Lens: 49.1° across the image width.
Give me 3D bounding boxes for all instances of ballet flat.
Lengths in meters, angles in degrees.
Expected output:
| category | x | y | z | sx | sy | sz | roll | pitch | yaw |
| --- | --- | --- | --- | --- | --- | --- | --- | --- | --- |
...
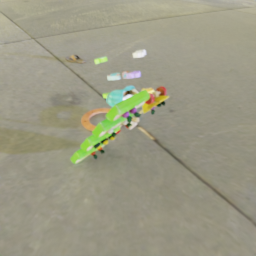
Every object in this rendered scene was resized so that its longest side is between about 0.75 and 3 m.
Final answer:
| category | x | y | z | sx | sy | sz | roll | pitch | yaw |
| --- | --- | --- | --- | --- | --- | --- | --- | --- | --- |
| ballet flat | 0.004 | -1.049 | 9.775 | 0.697 | 0.667 | 1.982 | 14 | 19 | 23 |

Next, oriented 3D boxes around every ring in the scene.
| category | x | y | z | sx | sy | sz | roll | pitch | yaw |
| --- | --- | --- | --- | --- | --- | --- | --- | --- | --- |
| ring | -0.942 | -0.273 | 10.452 | 1.589 | 0.153 | 1.589 | -1 | 35 | 1 |

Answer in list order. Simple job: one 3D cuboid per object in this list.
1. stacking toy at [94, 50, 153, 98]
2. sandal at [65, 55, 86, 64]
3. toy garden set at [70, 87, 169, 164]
| category | x | y | z | sx | sy | sz | roll | pitch | yaw |
| --- | --- | --- | --- | --- | --- | --- | --- | --- | --- |
| stacking toy | -0.170 | -1.819 | 9.888 | 2.005 | 1.512 | 0.471 | -3 | 24 | 21 |
| sandal | -2.873 | -3.785 | 15.305 | 1.248 | 0.341 | 0.510 | 19 | 39 | 25 |
| toy garden set | -0.137 | -0.024 | 8.224 | 0.575 | 2.884 | 2.404 | 51 | 45 | 7 |
